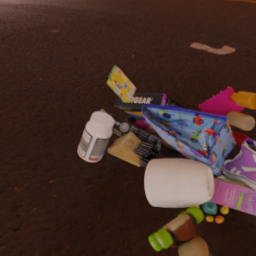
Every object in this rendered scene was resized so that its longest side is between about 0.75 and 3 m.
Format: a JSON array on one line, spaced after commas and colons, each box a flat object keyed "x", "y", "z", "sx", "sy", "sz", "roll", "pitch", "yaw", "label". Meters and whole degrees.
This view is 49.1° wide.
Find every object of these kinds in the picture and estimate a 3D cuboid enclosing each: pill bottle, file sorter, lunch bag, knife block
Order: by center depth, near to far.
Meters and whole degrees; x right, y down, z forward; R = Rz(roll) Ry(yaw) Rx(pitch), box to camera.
[{"x": 1.747, "y": 0.231, "z": 9.126, "sx": 2.901, "sy": 2.184, "sz": 1.365, "roll": 22, "pitch": 79, "yaw": 33, "label": "lunch bag"}, {"x": -1.105, "y": 0.313, "z": 9.704, "sx": 0.928, "sy": 1.629, "sz": 0.928, "roll": 18, "pitch": 32, "yaw": -12, "label": "pill bottle"}, {"x": 0.291, "y": 0.964, "z": 9.824, "sx": 1.575, "sy": 1.794, "sz": 0.574, "roll": 47, "pitch": 57, "yaw": -10, "label": "knife block"}, {"x": 3.469, "y": -0.829, "z": 10.609, "sx": 1.325, "sy": 0.921, "sz": 0.831, "roll": -32, "pitch": 5, "yaw": 17, "label": "file sorter"}]

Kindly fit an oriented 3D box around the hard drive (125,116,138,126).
[{"x": 0.585, "y": 0.037, "z": 11.945, "sx": 1.410, "sy": 0.298, "sz": 0.951, "roll": 32, "pitch": 13, "yaw": -25, "label": "hard drive"}]

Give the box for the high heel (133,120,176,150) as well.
[{"x": 1.136, "y": 0.302, "z": 10.829, "sx": 1.961, "sy": 0.661, "sz": 0.941, "roll": 23, "pitch": 32, "yaw": -18, "label": "high heel"}]

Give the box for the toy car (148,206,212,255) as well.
[{"x": 1.559, "y": 3.070, "z": 7.127, "sx": 1.311, "sy": 1.259, "sz": 1.596, "roll": -27, "pitch": 70, "yaw": -24, "label": "toy car"}]

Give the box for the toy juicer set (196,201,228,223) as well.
[{"x": 2.574, "y": 2.644, "z": 8.991, "sx": 1.140, "sy": 0.310, "sz": 0.725, "roll": 23, "pitch": 61, "yaw": 19, "label": "toy juicer set"}]

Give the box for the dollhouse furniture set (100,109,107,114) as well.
[{"x": -1.187, "y": -0.303, "z": 10.982, "sx": 0.818, "sy": 0.399, "sz": 0.697, "roll": -42, "pitch": 21, "yaw": 5, "label": "dollhouse furniture set"}]

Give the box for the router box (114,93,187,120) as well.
[{"x": 0.976, "y": -0.684, "z": 10.889, "sx": 1.916, "sy": 0.656, "sz": 2.569, "roll": 27, "pitch": -11, "yaw": -38, "label": "router box"}]

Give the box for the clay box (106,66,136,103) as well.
[{"x": -0.262, "y": -1.470, "z": 9.448, "sx": 0.278, "sy": 1.168, "sz": 0.671, "roll": -12, "pitch": 44, "yaw": 42, "label": "clay box"}]

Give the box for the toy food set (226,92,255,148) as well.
[{"x": 4.332, "y": 0.169, "z": 9.693, "sx": 1.393, "sy": 2.919, "sz": 1.313, "roll": -42, "pitch": 17, "yaw": 1, "label": "toy food set"}]

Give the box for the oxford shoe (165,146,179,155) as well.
[{"x": 2.365, "y": 0.626, "z": 11.426, "sx": 1.704, "sy": 0.619, "sz": 0.719, "roll": -2, "pitch": 43, "yaw": 8, "label": "oxford shoe"}]

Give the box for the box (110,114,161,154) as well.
[{"x": 0.267, "y": 0.303, "z": 10.866, "sx": 2.108, "sy": 1.689, "sz": 0.467, "roll": 27, "pitch": 82, "yaw": 11, "label": "box"}]

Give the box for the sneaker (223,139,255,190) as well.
[{"x": 3.668, "y": 0.959, "z": 8.683, "sx": 0.873, "sy": 1.374, "sz": 2.409, "roll": -11, "pitch": 5, "yaw": -10, "label": "sneaker"}]

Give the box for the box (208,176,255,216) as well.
[{"x": 3.440, "y": 2.073, "z": 8.772, "sx": 1.493, "sy": 0.722, "sz": 1.313, "roll": 11, "pitch": 1, "yaw": 31, "label": "box"}]

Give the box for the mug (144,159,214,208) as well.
[{"x": 1.618, "y": 1.515, "z": 8.174, "sx": 1.659, "sy": 1.397, "sz": 1.892, "roll": -6, "pitch": 7, "yaw": 29, "label": "mug"}]
